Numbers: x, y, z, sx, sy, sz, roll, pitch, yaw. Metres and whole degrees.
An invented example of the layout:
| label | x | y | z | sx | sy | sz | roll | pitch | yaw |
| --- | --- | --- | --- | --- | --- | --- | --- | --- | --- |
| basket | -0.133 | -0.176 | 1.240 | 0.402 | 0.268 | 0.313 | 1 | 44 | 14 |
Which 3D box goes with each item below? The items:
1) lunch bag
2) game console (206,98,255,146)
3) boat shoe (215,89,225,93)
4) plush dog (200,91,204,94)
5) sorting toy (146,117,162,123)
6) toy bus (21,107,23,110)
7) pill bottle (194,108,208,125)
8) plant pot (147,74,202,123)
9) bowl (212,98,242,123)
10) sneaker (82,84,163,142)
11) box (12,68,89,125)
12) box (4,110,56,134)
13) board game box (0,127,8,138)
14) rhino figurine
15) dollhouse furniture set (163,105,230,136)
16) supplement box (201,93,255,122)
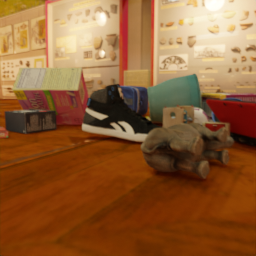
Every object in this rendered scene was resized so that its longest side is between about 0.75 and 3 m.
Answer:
| label | x | y | z | sx | sy | sz | roll | pitch | yaw |
| --- | --- | --- | --- | --- | --- | --- | --- | --- | --- |
| lunch bag | -0.086 | -1.492 | 15.505 | 2.421 | 1.645 | 1.602 | 9 | 13 | 42 |
| game console | 3.415 | -0.221 | 6.897 | 1.975 | 1.360 | 2.291 | -14 | 13 | -15 |
| boat shoe | 3.514 | -1.152 | 11.591 | 0.401 | 1.086 | 0.411 | 38 | 12 | -7 |
| plush dog | 3.643 | -1.545 | 17.153 | 2.529 | 2.029 | 2.173 | 37 | 11 | 27 |
| sorting toy | 1.266 | -0.415 | 12.634 | 1.619 | 0.291 | 2.173 | -3 | 8 | -21 |
| toy bus | -4.226 | -1.107 | 13.506 | 2.661 | 1.806 | 2.555 | 3 | 24 | 39 |
| pill bottle | 2.012 | -0.155 | 8.590 | 0.880 | 0.880 | 1.566 | 2 | 8 | 16 |
| plant pot | 1.762 | -1.021 | 11.158 | 1.932 | 2.056 | 2.056 | -6 | 7 | 5 |
| bowl | 3.384 | -0.362 | 9.158 | 1.312 | 1.312 | 0.258 | 1 | -25 | 4 |
| sneaker | -0.063 | -0.470 | 7.980 | 2.714 | 1.518 | 0.991 | 8 | 6 | 19 |
| box | -2.891 | -1.200 | 11.075 | 2.430 | 1.175 | 2.137 | 2 | -35 | 3 |
| box | -3.461 | -0.257 | 9.955 | 1.358 | 0.707 | 1.237 | 6 | 11 | 38 |
| board game box | -4.914 | 0.210 | 8.401 | 2.292 | 0.223 | 1.180 | -5 | 10 | -30 |
| rhino figurine | 1.312 | 0.305 | 5.513 | 1.223 | 0.836 | 2.798 | 5 | 8 | 36 |
| dollhouse furniture set | 1.755 | -0.037 | 7.152 | 1.461 | 1.024 | 1.030 | 4 | 9 | 29 |
| supplement box | 4.207 | -0.646 | 10.543 | 2.535 | 1.308 | 1.659 | -1 | 8 | -8 |
